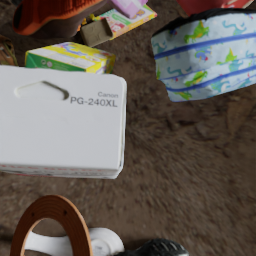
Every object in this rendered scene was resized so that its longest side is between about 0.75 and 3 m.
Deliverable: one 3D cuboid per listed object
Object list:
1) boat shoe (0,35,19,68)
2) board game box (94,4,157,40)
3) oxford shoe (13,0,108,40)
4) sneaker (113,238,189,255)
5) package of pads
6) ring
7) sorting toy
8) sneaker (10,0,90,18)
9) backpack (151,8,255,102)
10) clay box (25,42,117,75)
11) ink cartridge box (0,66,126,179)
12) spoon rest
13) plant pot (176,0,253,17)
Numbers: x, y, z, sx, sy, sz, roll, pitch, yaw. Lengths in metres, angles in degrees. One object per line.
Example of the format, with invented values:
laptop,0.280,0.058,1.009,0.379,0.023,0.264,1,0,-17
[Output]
boat shoe,-3.203,-1.903,6.980,0.731,0.773,2.150,-23,55,-12
board game box,-0.069,-4.108,10.405,2.217,0.332,1.059,-31,65,-19
oxford shoe,-1.205,-2.384,5.616,2.580,0.936,0.918,-1,82,37
sneaker,0.443,3.024,6.171,1.907,0.705,0.756,-10,103,-17
package of pads,-0.722,-3.969,6.824,0.974,2.575,1.551,-46,42,14
ring,-0.928,1.595,3.279,1.588,0.152,1.588,-12,71,38
sorting toy,-1.181,-3.522,9.984,1.071,0.192,1.437,-24,65,5
sneaker,-2.113,-3.824,7.944,2.316,1.025,0.858,-7,61,-27
backpack,1.741,-1.527,5.673,2.211,2.710,2.084,7,95,46
clay box,-0.986,-1.269,5.477,1.109,0.459,1.931,18,24,8
ink cartridge box,-1.073,0.154,4.281,1.942,2.674,1.115,3,78,-3
spoon rest,-1.240,2.743,6.356,2.357,0.714,1.171,16,62,-6
plant pot,2.074,-3.756,7.031,2.214,2.214,1.959,-26,88,-14
